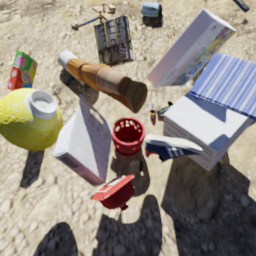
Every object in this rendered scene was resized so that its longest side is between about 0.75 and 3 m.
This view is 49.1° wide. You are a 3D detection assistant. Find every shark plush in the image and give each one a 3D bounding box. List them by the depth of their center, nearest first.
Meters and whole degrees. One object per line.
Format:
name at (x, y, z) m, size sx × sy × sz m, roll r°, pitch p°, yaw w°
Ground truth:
shark plush at (2.588, -0.821, 11.544) m, size 2.755 × 1.252 × 1.148 m, roll -1°, pitch 69°, yaw -2°

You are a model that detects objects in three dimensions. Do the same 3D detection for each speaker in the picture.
speaker at (-2.371, -2.749, 13.017) m, size 0.843 × 0.843 × 2.075 m, roll -38°, pitch 64°, yaw -23°

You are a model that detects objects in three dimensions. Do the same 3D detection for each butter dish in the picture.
butter dish at (-0.290, 1.897, 7.679) m, size 1.145 × 1.148 × 0.848 m, roll -33°, pitch 93°, yaw -29°

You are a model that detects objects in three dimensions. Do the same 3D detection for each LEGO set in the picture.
LEGO set at (3.233, -3.266, 13.498) m, size 1.387 × 1.045 × 1.804 m, roll -49°, pitch 61°, yaw 4°

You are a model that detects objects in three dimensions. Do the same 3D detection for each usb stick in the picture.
usb stick at (3.379, -3.891, 8.603) m, size 0.240 × 0.141 × 0.865 m, roll -36°, pitch 82°, yaw -21°

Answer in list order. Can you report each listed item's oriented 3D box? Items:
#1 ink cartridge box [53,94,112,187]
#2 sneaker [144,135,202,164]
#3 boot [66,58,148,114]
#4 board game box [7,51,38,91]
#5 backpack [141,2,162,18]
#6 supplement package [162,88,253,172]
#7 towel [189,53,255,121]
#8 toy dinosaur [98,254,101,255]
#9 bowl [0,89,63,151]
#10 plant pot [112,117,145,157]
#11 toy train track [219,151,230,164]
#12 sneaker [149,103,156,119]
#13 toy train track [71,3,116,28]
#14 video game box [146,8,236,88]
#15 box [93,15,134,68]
ink cartridge box at (-1.237, 0.362, 8.411) m, size 0.531 × 1.798 × 2.247 m, roll -21°, pitch 43°, yaw 25°
sneaker at (1.028, 0.566, 6.576) m, size 1.394 × 0.589 × 0.522 m, roll 11°, pitch 14°, yaw -9°
boot at (-0.614, -1.356, 9.011) m, size 2.061 × 2.654 × 1.018 m, roll 26°, pitch 95°, yaw 26°
board game box at (-3.968, -2.005, 10.601) m, size 0.293 × 1.111 × 1.452 m, roll 9°, pitch 83°, yaw 13°
backpack at (1.299, -6.670, 15.814) m, size 1.160 × 0.892 × 0.946 m, roll -3°, pitch 50°, yaw 19°
supplement package at (2.677, -0.300, 9.104) m, size 1.984 × 1.413 × 2.548 m, roll 38°, pitch 67°, yaw 25°
towel at (2.849, -1.075, 7.217) m, size 2.145 × 0.256 × 1.553 m, roll 28°, pitch 75°, yaw 29°
toy dinosaur at (-1.075, 4.275, 8.571) m, size 0.413 × 0.238 × 0.816 m, roll 13°, pitch 62°, yaw -10°
bowl at (-2.697, -0.448, 8.181) m, size 2.038 × 1.097 × 2.038 m, roll 28°, pitch 41°, yaw -27°
plant pot at (0.008, 0.409, 10.637) m, size 1.262 × 1.149 × 1.262 m, roll 0°, pitch 55°, yaw 1°
toy train track at (3.522, 0.363, 10.845) m, size 0.421 × 1.485 × 2.589 m, roll -13°, pitch 33°, yaw 28°
sneaker at (1.064, -0.759, 11.953) m, size 0.306 × 0.323 × 0.787 m, roll 0°, pitch 55°, yaw 0°
toy train track at (-1.953, -6.410, 15.793) m, size 2.861 × 0.465 × 1.641 m, roll -33°, pitch 61°, yaw -20°
video game box at (2.255, -2.619, 9.835) m, size 0.659 × 2.815 × 2.564 m, roll 53°, pitch 31°, yaw 18°
box at (-0.529, -3.093, 10.251) m, size 1.324 × 0.403 × 1.643 m, roll -9°, pitch 89°, yaw 25°
